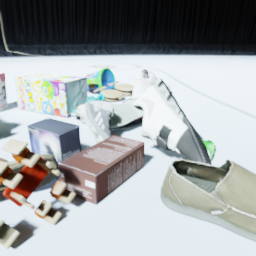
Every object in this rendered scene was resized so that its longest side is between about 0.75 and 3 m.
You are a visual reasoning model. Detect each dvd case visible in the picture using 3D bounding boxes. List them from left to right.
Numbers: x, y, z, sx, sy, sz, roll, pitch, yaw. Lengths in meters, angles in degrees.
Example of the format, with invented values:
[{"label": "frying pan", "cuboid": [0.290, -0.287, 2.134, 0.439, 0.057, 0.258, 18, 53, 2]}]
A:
[{"label": "dvd case", "cuboid": [1.304, 0.099, 8.401, 1.375, 0.207, 1.884, -2, 18, -5]}]

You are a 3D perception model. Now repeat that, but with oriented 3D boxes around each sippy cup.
[{"label": "sippy cup", "cuboid": [-1.467, -2.230, 13.746, 1.233, 1.682, 1.321, 0, 61, 33]}]

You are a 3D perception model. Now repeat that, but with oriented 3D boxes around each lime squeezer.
[{"label": "lime squeezer", "cuboid": [2.023, 0.450, 7.092, 0.472, 0.252, 1.336, 28, 17, -17]}]

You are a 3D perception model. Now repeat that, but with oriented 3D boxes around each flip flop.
[{"label": "flip flop", "cuboid": [-2.354, 0.836, 5.088, 2.102, 0.852, 0.605, -13, 35, -25]}]

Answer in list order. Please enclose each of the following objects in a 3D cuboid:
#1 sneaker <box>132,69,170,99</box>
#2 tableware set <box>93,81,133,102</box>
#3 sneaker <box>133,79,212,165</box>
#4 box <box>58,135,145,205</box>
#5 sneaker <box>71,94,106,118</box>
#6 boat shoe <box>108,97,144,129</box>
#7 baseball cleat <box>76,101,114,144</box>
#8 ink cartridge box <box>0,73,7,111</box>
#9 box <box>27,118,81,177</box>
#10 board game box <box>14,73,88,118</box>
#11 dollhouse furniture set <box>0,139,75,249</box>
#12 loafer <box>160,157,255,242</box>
[{"label": "sneaker", "cuboid": [1.161, -2.043, 12.779, 1.041, 1.385, 2.780, 7, 19, 32]}, {"label": "tableware set", "cuboid": [-0.454, -1.588, 12.949, 1.470, 0.446, 2.224, 18, 29, 24]}, {"label": "sneaker", "cuboid": [0.971, 0.144, 6.617, 0.981, 1.171, 2.647, 37, 22, -55]}, {"label": "box", "cuboid": [-0.461, 0.773, 5.790, 0.902, 0.675, 1.801, 12, 21, 31]}, {"label": "sneaker", "cuboid": [-1.408, -0.788, 10.144, 0.716, 0.735, 1.847, 9, 22, 26]}, {"label": "boat shoe", "cuboid": [-0.215, -0.320, 8.834, 2.508, 0.757, 0.948, -13, 61, -30]}, {"label": "baseball cleat", "cuboid": [-0.651, -0.145, 7.456, 1.005, 0.658, 1.888, -30, 56, -17]}, {"label": "ink cartridge box", "cuboid": [-5.179, -1.367, 10.783, 0.600, 1.422, 1.029, 3, 19, 0]}, {"label": "box", "cuboid": [-1.606, 0.419, 6.175, 1.047, 1.039, 0.645, 13, 25, 33]}, {"label": "board game box", "cuboid": [-2.947, -1.321, 10.791, 2.514, 1.318, 1.295, 10, 21, 28]}, {"label": "dollhouse furniture set", "cuboid": [-1.689, 1.022, 4.252, 0.701, 1.360, 1.345, 9, 52, 38]}, {"label": "loafer", "cuboid": [1.684, 1.053, 4.391, 2.546, 0.887, 0.957, 6, 32, 24]}]
